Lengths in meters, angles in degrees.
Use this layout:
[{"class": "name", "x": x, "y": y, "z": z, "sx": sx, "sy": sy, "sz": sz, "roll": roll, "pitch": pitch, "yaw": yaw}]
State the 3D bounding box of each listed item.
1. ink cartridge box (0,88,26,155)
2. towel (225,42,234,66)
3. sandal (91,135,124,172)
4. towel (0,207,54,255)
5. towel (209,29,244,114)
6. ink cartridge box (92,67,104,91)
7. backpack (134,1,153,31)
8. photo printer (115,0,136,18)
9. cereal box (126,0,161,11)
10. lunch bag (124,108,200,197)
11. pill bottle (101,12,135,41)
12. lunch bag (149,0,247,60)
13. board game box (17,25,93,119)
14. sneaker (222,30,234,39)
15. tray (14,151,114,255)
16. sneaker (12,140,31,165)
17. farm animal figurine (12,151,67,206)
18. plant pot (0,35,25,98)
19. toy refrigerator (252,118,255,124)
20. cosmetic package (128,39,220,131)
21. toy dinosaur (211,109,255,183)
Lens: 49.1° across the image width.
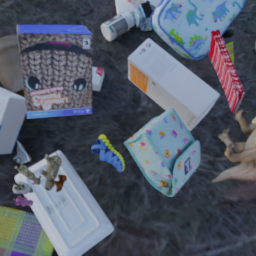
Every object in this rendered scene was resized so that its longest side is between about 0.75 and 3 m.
[{"class": "ink cartridge box", "x": -4.932, "y": -0.526, "z": 9.253, "sx": 2.702, "sy": 1.139, "sz": 1.973, "roll": 22, "pitch": 96, "yaw": 13}, {"class": "towel", "x": 3.351, "y": -2.207, "z": 9.385, "sx": 0.527, "sy": 1.224, "sz": 0.110, "roll": -29, "pitch": 31, "yaw": -29}, {"class": "sandal", "x": -0.519, "y": 0.694, "z": 6.949, "sx": 0.482, "sy": 0.440, "sz": 1.108, "roll": -30, "pitch": 61, "yaw": -29}, {"class": "towel", "x": -3.196, "y": 3.274, "z": 8.286, "sx": 2.142, "sy": 0.244, "sz": 1.538, "roll": 10, "pitch": 62, "yaw": 5}, {"class": "towel", "x": 2.108, "y": -1.212, "z": 6.150, "sx": 0.180, "sy": 1.159, "sz": 1.602, "roll": -16, "pitch": 70, "yaw": 8}, {"class": "ink cartridge box", "x": -1.564, "y": -1.941, "z": 10.857, "sx": 1.100, "sy": 0.459, "sz": 0.799, "roll": 10, "pitch": 63, "yaw": 5}, {"class": "backpack", "x": 0.669, "y": -4.685, "z": 11.970, "sx": 0.753, "sy": 1.025, "sz": 0.938, "roll": -13, "pitch": 62, "yaw": -6}, {"class": "photo printer", "x": 0.136, "y": -5.441, "z": 12.663, "sx": 1.344, "sy": 0.467, "sz": 1.118, "roll": -6, "pitch": 65, "yaw": -3}, {"class": "cereal box", "x": 1.321, "y": -5.795, "z": 12.509, "sx": 2.449, "sy": 0.484, "sz": 1.762, "roll": 25, "pitch": 61, "yaw": -2}, {"class": "lunch bag", "x": 0.855, "y": 0.534, "z": 5.966, "sx": 1.274, "sy": 0.912, "sz": 1.496, "roll": -37, "pitch": 93, "yaw": -43}, {"class": "pill bottle", "x": -0.422, "y": -4.341, "z": 11.934, "sx": 1.343, "sy": 0.759, "sz": 0.759, "roll": -35, "pitch": 68, "yaw": -17}, {"class": "lunch bag", "x": 2.160, "y": -3.755, "z": 8.836, "sx": 2.198, "sy": 1.127, "sz": 2.734, "roll": 35, "pitch": 96, "yaw": -18}, {"class": "board game box", "x": -1.739, "y": -1.371, "z": 6.795, "sx": 1.600, "sy": 2.007, "sz": 0.972, "roll": -6, "pitch": 32, "yaw": -18}, {"class": "sneaker", "x": 3.159, "y": -3.408, "z": 9.695, "sx": 1.173, "sy": 0.435, "sz": 0.519, "roll": 22, "pitch": 88, "yaw": 47}, {"class": "tray", "x": -1.694, "y": 1.901, "z": 7.206, "sx": 1.448, "sy": 0.299, "sz": 2.696, "roll": -32, "pitch": 69, "yaw": -20}, {"class": "sneaker", "x": -3.740, "y": 0.861, "z": 9.480, "sx": 0.534, "sy": 0.347, "sz": 0.925, "roll": -35, "pitch": 69, "yaw": -14}, {"class": "farm animal figurine", "x": -1.994, "y": 1.186, "z": 6.339, "sx": 1.201, "sy": 0.604, "sz": 0.970, "roll": -22, "pitch": 70, "yaw": -7}, {"class": "plant pot", "x": -3.883, "y": -2.035, "z": 10.215, "sx": 2.104, "sy": 2.104, "sz": 1.825, "roll": -15, "pitch": 80, "yaw": -8}, {"class": "toy refrigerator", "x": 5.034, "y": 0.667, "z": 9.315, "sx": 0.923, "sy": 0.850, "sz": 2.430, "roll": -2, "pitch": 63, "yaw": -9}, {"class": "cosmetic package", "x": 1.246, "y": -1.247, "z": 8.381, "sx": 2.666, "sy": 1.352, "sz": 0.950, "roll": 41, "pitch": 78, "yaw": 12}, {"class": "toy dinosaur", "x": 2.955, "y": 0.399, "z": 5.713, "sx": 1.764, "sy": 1.117, "sz": 2.603, "roll": 37, "pitch": 90, "yaw": -4}]
